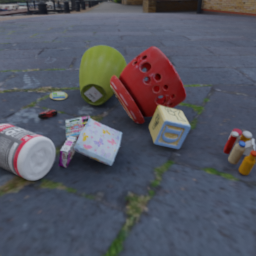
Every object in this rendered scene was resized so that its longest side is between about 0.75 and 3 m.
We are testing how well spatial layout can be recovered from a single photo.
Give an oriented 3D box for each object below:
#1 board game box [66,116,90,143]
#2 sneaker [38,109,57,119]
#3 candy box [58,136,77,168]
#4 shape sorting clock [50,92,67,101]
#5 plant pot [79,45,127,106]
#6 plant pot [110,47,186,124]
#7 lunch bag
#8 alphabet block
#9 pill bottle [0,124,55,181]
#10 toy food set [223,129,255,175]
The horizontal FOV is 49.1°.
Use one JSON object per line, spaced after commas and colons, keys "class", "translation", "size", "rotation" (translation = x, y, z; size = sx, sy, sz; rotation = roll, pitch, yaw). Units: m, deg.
{"class": "board game box", "translation": [-1.724, 0.080, 9.942], "size": [0.904, 0.394, 1.225], "rotation": [-12, 32, -6]}
{"class": "sneaker", "translation": [-3.319, -0.566, 11.405], "size": [0.813, 0.287, 0.397], "rotation": [-19, 34, -35]}
{"class": "candy box", "translation": [-1.861, 0.727, 8.651], "size": [0.268, 0.600, 0.879], "rotation": [14, 30, 0]}
{"class": "shape sorting clock", "translation": [-3.300, -1.512, 13.282], "size": [0.817, 0.160, 0.817], "rotation": [4, 30, -2]}
{"class": "plant pot", "translation": [-1.307, -2.160, 12.739], "size": [2.267, 2.267, 2.423], "rotation": [3, 42, 6]}
{"class": "plant pot", "translation": [0.665, -1.487, 10.572], "size": [2.177, 2.391, 2.391], "rotation": [-34, 34, -2]}
{"class": "lunch bag", "translation": [-0.936, 0.511, 8.482], "size": [1.222, 0.916, 1.441], "rotation": [23, 23, -7]}
{"class": "alphabet block", "translation": [1.330, -0.025, 9.212], "size": [0.959, 0.964, 0.982], "rotation": [14, 31, -16]}
{"class": "pill bottle", "translation": [-3.380, 0.602, 8.212], "size": [2.280, 1.262, 1.262], "rotation": [16, 32, 27]}
{"class": "toy food set", "translation": [3.487, 0.481, 8.524], "size": [0.861, 0.812, 1.804], "rotation": [21, 42, 13]}
